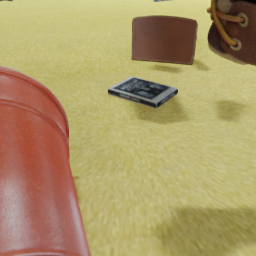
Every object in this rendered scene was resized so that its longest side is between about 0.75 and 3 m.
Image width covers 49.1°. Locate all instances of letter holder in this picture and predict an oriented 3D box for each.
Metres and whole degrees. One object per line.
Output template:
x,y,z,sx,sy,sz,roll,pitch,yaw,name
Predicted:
1.500,-3.732,11.428,2.525,1.794,1.270,7,33,12,letter holder

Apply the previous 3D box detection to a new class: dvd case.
0.462,-1.156,8.772,1.777,0.220,1.335,21,37,29,dvd case

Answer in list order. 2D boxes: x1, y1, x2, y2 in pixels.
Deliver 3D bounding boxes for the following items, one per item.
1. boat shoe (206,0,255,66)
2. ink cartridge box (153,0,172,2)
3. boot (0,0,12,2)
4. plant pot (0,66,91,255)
1.124,-0.906,2.356,0.964,2.678,0.966,-25,49,30,boat shoe
0.787,-3.666,5.929,0.956,1.631,2.227,-29,23,5,ink cartridge box
-3.297,-3.868,7.242,0.658,1.357,0.507,-3,65,-30,boot
-1.718,0.975,3.394,2.624,2.624,2.552,-13,42,-19,plant pot
